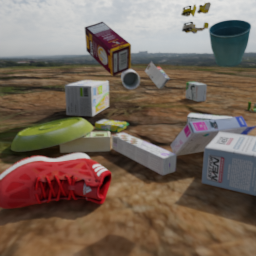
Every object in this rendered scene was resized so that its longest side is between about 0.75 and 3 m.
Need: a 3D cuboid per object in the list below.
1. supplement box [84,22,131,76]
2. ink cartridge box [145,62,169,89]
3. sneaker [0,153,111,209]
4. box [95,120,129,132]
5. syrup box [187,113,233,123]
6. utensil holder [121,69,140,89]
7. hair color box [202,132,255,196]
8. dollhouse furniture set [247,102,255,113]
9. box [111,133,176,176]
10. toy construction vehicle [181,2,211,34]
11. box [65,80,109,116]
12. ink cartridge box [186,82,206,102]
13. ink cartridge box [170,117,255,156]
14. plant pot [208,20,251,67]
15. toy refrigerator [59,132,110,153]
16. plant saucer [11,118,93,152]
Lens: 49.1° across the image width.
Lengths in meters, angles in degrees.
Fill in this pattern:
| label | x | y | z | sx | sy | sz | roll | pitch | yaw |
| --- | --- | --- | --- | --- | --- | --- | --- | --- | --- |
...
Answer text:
| label | x | y | z | sx | sy | sz | roll | pitch | yaw |
| --- | --- | --- | --- | --- | --- | --- | --- | --- | --- |
| supplement box | -0.872 | -3.333 | 11.703 | 0.941 | 1.212 | 2.197 | -26 | 54 | -24 |
| ink cartridge box | 1.256 | -2.308 | 12.193 | 0.276 | 0.597 | 1.096 | -17 | 64 | -45 |
| sneaker | -1.273 | 1.061 | 5.376 | 1.333 | 0.904 | 2.308 | 13 | 21 | 41 |
| box | -0.592 | -0.080 | 10.521 | 1.137 | 0.275 | 0.667 | 6 | 16 | 28 |
| syrup box | 2.899 | -0.109 | 9.981 | 1.528 | 0.602 | 0.622 | 7 | 17 | 23 |
| utensil holder | 0.073 | -2.240 | 12.756 | 0.797 | 0.797 | 0.938 | -2 | 20 | -7 |
| hair color box | 3.238 | 0.865 | 6.018 | 2.925 | 0.887 | 1.448 | 10 | 18 | 28 |
| dollhouse furniture set | 6.119 | -0.990 | 13.489 | 0.517 | 0.396 | 0.789 | 3 | 16 | 10 |
| box | 0.331 | 0.637 | 7.614 | 0.449 | 0.480 | 2.319 | -11 | 18 | -34 |
| toy construction vehicle | 2.252 | -3.634 | 9.337 | 0.403 | 0.995 | 1.143 | 24 | -13 | -39 |
| box | -1.872 | -1.475 | 13.354 | 1.254 | 1.392 | 2.475 | 4 | 16 | 13 |
| ink cartridge box | 3.971 | -2.135 | 16.460 | 0.561 | 0.990 | 1.351 | -6 | 16 | -18 |
| ink cartridge box | 2.369 | 0.219 | 7.841 | 2.096 | 1.251 | 0.440 | -4 | 59 | -20 |
| plant pot | 2.125 | -1.740 | 5.890 | 0.813 | 0.764 | 0.813 | -9 | 40 | 8 |
| toy refrigerator | -1.270 | 0.395 | 8.374 | 1.465 | 0.512 | 0.556 | -1 | 16 | -4 |
| plant saucer | -2.367 | 0.110 | 8.693 | 2.545 | 0.395 | 2.545 | -12 | 12 | 2 |
